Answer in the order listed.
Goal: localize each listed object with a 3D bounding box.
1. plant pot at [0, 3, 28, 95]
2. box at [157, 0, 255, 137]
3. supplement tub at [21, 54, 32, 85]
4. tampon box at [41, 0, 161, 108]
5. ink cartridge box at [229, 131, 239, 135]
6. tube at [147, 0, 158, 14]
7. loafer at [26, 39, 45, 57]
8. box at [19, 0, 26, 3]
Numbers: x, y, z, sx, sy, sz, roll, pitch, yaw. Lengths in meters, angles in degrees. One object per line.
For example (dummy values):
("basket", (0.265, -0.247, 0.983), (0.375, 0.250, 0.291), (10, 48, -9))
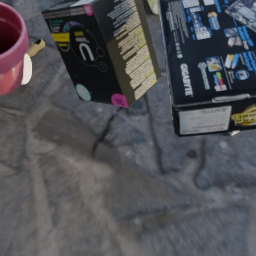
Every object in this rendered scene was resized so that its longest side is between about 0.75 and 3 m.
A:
("plant pot", (-2.746, -1.452, 5.596), (1.576, 1.411, 1.576), (3, 64, -7))
("box", (1.674, -1.379, 4.085), (2.359, 0.683, 2.968), (-7, 54, 7))
("supplement tub", (-3.770, -1.873, 8.629), (1.312, 0.954, 0.954), (7, 58, 5))
("tampon box", (-0.509, -1.783, 6.185), (1.643, 2.193, 1.384), (13, 45, 41))
("ink cartridge box", (3.096, -0.447, 8.152), (1.091, 0.239, 1.101), (-26, 60, -15))
("tube", (0.980, -5.435, 11.179), (0.600, 0.670, 2.310), (-35, 50, 29))
("loafer", (-3.238, -2.760, 9.583), (0.333, 0.296, 0.876), (30, 62, 18))
("box", (-2.377, -4.474, 7.293), (2.308, 1.270, 0.401), (-34, 69, 11))
